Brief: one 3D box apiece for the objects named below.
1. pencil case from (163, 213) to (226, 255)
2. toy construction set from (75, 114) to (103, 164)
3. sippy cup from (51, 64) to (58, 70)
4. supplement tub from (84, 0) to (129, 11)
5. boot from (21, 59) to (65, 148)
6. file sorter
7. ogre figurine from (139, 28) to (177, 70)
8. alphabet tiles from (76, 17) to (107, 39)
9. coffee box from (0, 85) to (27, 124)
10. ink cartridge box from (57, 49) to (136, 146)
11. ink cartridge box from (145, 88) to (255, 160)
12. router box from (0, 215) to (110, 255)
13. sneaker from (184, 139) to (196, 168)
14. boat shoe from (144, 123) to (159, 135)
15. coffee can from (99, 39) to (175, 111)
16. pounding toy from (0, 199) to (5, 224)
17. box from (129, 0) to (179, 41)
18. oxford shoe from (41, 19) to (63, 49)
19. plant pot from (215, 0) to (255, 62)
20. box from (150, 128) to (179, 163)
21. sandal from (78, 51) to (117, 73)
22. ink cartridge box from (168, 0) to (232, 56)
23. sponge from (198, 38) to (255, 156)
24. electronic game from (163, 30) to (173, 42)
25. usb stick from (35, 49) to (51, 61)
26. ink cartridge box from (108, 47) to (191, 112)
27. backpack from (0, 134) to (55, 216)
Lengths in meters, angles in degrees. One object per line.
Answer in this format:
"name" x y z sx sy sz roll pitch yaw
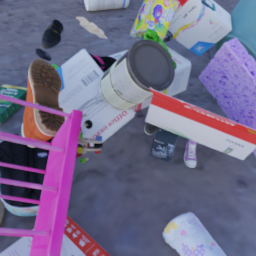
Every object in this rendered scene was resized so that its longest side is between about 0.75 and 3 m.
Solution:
"pencil case" 1.430 2.505 5.361 0.807 0.740 1.780 -14 44 -28
"toy construction set" -1.267 0.438 6.637 0.900 1.171 0.977 -17 55 -45
"sippy cup" -2.699 -1.415 9.482 1.090 1.168 1.487 -33 41 -17
"supplement tub" -1.229 -7.460 15.689 2.370 1.563 1.563 -12 44 -13
"boot" -1.951 -0.552 6.032 0.737 1.054 1.965 15 52 -39
"file sorter" -1.807 0.961 4.225 1.534 1.700 2.446 15 64 -22
"ogre figurine" 0.627 -1.867 7.814 1.119 1.867 0.916 -39 79 11
"alphabet tiles" -1.087 -2.959 8.340 0.071 0.952 0.973 -57 36 0
"coffee box" -4.130 -0.820 9.210 1.048 0.375 1.705 11 39 13
"ink cartridge box" -1.100 -0.710 7.571 1.573 0.908 2.168 -39 96 -5
"ink cartridge box" 1.544 0.019 6.061 2.406 0.749 2.989 22 6 8
"router box" -1.237 2.931 4.775 2.460 0.601 2.208 31 44 28
"sneaker" 1.708 0.605 7.621 0.334 0.525 0.920 4 44 2
"boat shoe" 0.828 -0.218 8.047 0.376 0.317 1.054 40 55 2
"coffee can" 0.142 -1.147 6.515 1.161 1.586 1.161 7 74 -27
"pounding toy" -4.116 1.414 5.737 1.331 2.868 2.214 -27 21 23
"box" 0.783 -3.376 8.771 0.789 1.294 1.246 22 4 -20
"oxford shoe" -2.329 -2.676 8.373 0.580 0.499 1.374 -33 31 30
"plant pot" 4.915 -3.527 10.339 2.799 2.978 2.978 -46 55 -6
"box" 0.970 0.477 7.512 0.575 0.775 0.415 21 51 14
"sandal" -0.960 -1.877 8.211 1.571 0.590 0.354 20 20 24
"ink cartridge box" 2.043 -3.900 9.748 2.720 1.580 0.915 26 53 -22
"sponge" 2.992 -0.572 6.865 0.432 1.617 2.898 -29 78 -18
"electronic game" 1.142 -3.333 9.997 0.945 0.945 0.197 15 84 16
"usb stick" -2.663 -2.297 8.857 0.202 0.343 1.238 -42 10 2
"ink cartridge box" 0.495 -1.802 9.737 2.744 1.145 1.992 -25 51 -25
"backpack" -2.158 1.114 6.349 1.507 1.278 1.698 -6 56 -18
